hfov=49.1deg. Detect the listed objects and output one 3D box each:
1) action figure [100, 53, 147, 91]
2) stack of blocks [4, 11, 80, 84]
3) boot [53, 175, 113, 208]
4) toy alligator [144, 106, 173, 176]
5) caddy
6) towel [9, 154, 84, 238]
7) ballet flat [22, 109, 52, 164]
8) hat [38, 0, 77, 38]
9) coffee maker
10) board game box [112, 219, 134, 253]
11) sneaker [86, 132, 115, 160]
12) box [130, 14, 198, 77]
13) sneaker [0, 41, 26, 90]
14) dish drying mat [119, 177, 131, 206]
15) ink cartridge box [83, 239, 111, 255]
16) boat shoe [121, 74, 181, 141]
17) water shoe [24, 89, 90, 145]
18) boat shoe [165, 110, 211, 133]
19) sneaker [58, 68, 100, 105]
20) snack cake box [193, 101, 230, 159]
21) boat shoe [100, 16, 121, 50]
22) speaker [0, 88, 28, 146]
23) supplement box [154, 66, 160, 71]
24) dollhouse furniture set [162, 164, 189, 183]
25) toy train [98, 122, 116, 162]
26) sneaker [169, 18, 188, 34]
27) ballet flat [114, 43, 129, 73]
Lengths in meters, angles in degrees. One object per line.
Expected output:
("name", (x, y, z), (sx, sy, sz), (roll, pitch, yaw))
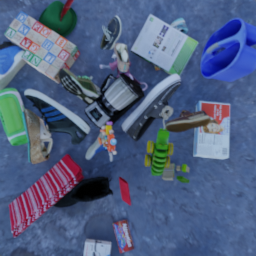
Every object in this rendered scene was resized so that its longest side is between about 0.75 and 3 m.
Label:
("action figure", (-0.208, -2.187, 10.836), (1.199, 1.333, 1.790), (-29, 117, -33))
("stack of blocks", (-3.569, -3.240, 11.356), (2.743, 0.803, 1.579), (34, 85, 6))
("boot", (-1.658, 2.236, 9.691), (2.412, 1.976, 0.893), (-15, 85, -6))
("toy alligator", (1.069, 0.670, 9.125), (0.822, 0.752, 2.772), (6, 122, -4))
("caddy", (3.700, -2.847, 10.487), (1.418, 2.702, 1.910), (10, 79, -16))
("towel", (-2.935, 2.182, 9.795), (2.923, 2.114, 0.329), (-41, 116, -11))
("ballet flat", (-3.163, 0.308, 9.921), (0.901, 2.759, 0.973), (-5, 55, -17))
("hat", (-2.946, -4.802, 11.217), (1.619, 1.721, 1.955), (34, 81, 6))
("coffee maker", (-0.397, -0.841, 9.894), (1.872, 1.798, 1.261), (-41, 61, 15))
("board game box", (-0.175, 4.029, 10.420), (0.561, 0.106, 1.089), (-15, 80, -4))
("sneaker", (-0.958, 0.770, 10.378), (0.731, 0.505, 1.315), (43, 66, -24))
("box", (1.422, -3.197, 11.110), (2.220, 0.403, 1.602), (29, 95, -5))
("sneaker", (-5.190, -2.490, 11.210), (1.244, 0.858, 2.235), (37, 78, 0))
("dish drying mat", (-0.107, 2.223, 9.788), (0.448, 1.168, 0.106), (26, 48, 37))
("ink cartridge box", (-1.124, 4.488, 10.173), (0.938, 0.393, 0.680), (6, 83, 1))
("boat shoe", (0.958, -0.613, 10.140), (2.948, 1.031, 0.977), (-45, 74, 23))
("water shoe", (-2.362, -0.318, 8.803), (2.365, 0.845, 0.933), (33, 82, -3))
("boat shoe", (2.088, -0.312, 10.123), (1.776, 0.641, 0.639), (-12, 59, -14))
("sneaker", (-1.745, -1.680, 10.773), (2.122, 0.816, 0.940), (40, 53, -35))
("snack cake box", (3.219, 0.100, 10.832), (1.211, 0.708, 2.106), (6, 79, 3))
("boat shoe", (-0.619, -3.086, 9.225), (0.430, 1.389, 0.520), (-23, 79, -28))
("speaker", (-4.407, -0.420, 10.836), (0.933, 0.933, 2.110), (-20, 80, -4))
("supplement box", (1.564, -2.668, 11.541), (0.968, 0.322, 0.333), (-15, 82, -2))
("dollhouse furniture set", (1.821, 1.724, 10.685), (0.968, 0.486, 0.634), (-6, 63, 39))
("toy train", (-0.718, 0.497, 9.278), (0.449, 1.613, 1.211), (-4, 66, -10))
("sneaker", (1.758, -3.900, 11.617), (1.655, 0.642, 0.714), (-32, 84, -5))
("ballet flat", (-0.174, -2.484, 9.356), (0.482, 0.476, 1.417), (-3, 56, -16))
